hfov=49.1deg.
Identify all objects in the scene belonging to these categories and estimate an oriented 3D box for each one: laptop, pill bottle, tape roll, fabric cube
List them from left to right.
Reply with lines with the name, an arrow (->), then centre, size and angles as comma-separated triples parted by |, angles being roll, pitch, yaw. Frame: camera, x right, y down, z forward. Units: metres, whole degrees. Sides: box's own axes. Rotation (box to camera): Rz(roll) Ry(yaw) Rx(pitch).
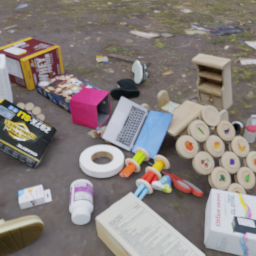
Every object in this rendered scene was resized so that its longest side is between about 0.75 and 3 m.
pill bottle -> -1.262, 1.998, 7.558 | 0.626, 0.626, 1.115 | -4, 38, -5
fabric cube -> -1.445, -0.781, 10.899 | 1.146, 1.128, 1.150 | 13, 38, 19
tape roll -> -0.847, 1.056, 9.042 | 1.426, 0.261, 1.426 | 1, 32, -1
laptop -> 0.293, -0.054, 9.321 | 1.737, 1.007, 1.626 | 27, 78, -9

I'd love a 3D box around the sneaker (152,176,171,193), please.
sneaker -> 0.961, 1.550, 7.979 | 0.334, 0.882, 0.463 | -4, 64, 33

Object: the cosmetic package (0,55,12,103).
cosmetic package -> -5.627, -1.666, 11.161 | 1.674, 2.013, 1.684 | -9, 33, -19

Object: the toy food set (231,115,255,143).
toy food set -> 5.003, -0.156, 10.095 | 2.352, 1.058, 1.123 | -1, 37, -1

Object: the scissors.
scissors -> 1.264, 1.457, 8.640 | 0.893, 0.170, 2.441 | 16, 8, -33

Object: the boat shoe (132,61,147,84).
boat shoe -> 0.662, -2.719, 13.775 | 0.614, 0.769, 2.035 | 18, 35, -18

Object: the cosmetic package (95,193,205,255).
cosmetic package -> 0.424, 2.694, 6.446 | 1.222, 0.825, 2.322 | -28, 45, -32

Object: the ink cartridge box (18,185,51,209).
ink cartridge box -> -2.642, 1.933, 7.940 | 0.830, 0.282, 0.478 | -13, 38, -16

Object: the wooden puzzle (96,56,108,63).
wooden puzzle -> -1.481, -3.882, 15.931 | 0.654, 0.113, 0.970 | -11, 38, -7

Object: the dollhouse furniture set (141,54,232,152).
dollhouse furniture set -> 2.193, -0.922, 9.637 | 2.953, 1.922, 2.713 | -38, 40, -23

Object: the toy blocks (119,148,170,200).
toy blocks -> 0.322, 1.405, 8.412 | 1.300, 0.566, 1.559 | 19, 48, 30

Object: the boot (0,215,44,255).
boot -> -3.427, 2.286, 7.000 | 2.373, 0.855, 1.835 | -17, 38, -16

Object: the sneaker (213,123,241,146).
sneaker -> 3.227, 0.297, 9.672 | 1.858, 0.841, 0.617 | -21, 41, -25

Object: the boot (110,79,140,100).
boot -> -0.238, -1.822, 12.781 | 1.468, 0.543, 1.203 | -4, 38, -18

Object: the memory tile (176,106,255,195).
memory tile -> 2.706, 0.767, 8.028 | 2.593, 0.218, 1.987 | 45, 63, -2

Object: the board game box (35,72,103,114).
board game box -> -2.637, -1.637, 12.585 | 2.668, 0.462, 1.807 | 30, 46, 34

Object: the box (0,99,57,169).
box -> -3.625, 0.156, 9.255 | 2.129, 0.525, 1.700 | 33, 33, -14

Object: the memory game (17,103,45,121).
memory game -> -3.883, -0.218, 10.336 | 1.598, 0.102, 1.598 | 0, 68, -1

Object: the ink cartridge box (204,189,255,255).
ink cartridge box -> 2.895, 2.387, 6.918 | 1.835, 0.760, 1.338 | 8, 37, 11

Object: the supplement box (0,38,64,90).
supplement box -> -4.844, -3.238, 13.870 | 2.252, 1.495, 2.221 | 23, 42, 27

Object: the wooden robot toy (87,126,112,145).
wooden robot toy -> -0.701, 0.284, 10.062 | 1.504, 0.663, 0.682 | -15, 82, -36
